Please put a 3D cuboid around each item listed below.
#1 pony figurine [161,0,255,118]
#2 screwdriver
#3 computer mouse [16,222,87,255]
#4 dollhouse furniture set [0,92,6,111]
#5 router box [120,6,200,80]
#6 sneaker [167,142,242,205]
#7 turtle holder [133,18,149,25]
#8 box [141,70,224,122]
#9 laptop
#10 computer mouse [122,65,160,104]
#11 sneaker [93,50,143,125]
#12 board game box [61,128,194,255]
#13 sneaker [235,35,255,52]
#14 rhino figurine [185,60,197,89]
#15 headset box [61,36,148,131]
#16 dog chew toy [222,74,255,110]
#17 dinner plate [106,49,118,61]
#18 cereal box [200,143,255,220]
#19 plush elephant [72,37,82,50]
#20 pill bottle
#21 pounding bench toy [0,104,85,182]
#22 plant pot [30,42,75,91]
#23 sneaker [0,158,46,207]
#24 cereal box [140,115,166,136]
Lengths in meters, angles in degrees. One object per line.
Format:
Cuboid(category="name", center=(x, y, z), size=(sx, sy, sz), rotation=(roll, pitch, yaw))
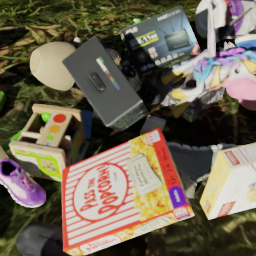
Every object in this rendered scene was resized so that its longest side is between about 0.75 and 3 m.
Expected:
Cuboid(category="pony figurine", center=(2.420, -1.908, 8.325), size=(2.852, 2.375, 2.753), rotation=(-24, 48, 33))
Cuboid(category="screwdriver", center=(3.649, -3.685, 10.007), size=(0.411, 0.429, 2.948), rotation=(49, 59, 2))
Cuboid(category="computer mouse", center=(-1.657, 2.460, 6.164), size=(1.723, 0.454, 1.193), rotation=(7, 47, 6))
Cuboid(category="dollhouse furniture set", center=(-5.383, -1.068, 8.813), size=(2.337, 1.531, 1.173), rotation=(-3, 47, -4))
Cuboid(category="router box", center=(0.950, -2.512, 8.340), size=(1.973, 0.613, 1.478), rotation=(-22, 85, 0))
Cuboid(category="sneaker", center=(1.897, 1.253, 7.081), size=(2.745, 1.030, 1.585), rotation=(1, 51, 14))
Cuboid(category="turtle holder", center=(0.890, -3.526, 11.302), size=(1.807, 1.373, 1.283), rotation=(16, 90, 9))
Cuboid(category="box", center=(1.874, -1.354, 9.756), size=(2.272, 0.565, 1.792), rotation=(35, 56, 29))
Cuboid(category="laptop", center=(-1.841, 0.197, 8.087), size=(1.345, 0.832, 1.436), rotation=(9, 47, 9))
Cuboid(category="computer mouse", center=(0.386, -1.279, 8.010), size=(0.286, 0.492, 1.678), rotation=(-23, 60, -31))
Cuboid(category="sneaker", center=(-0.335, -1.534, 9.138), size=(1.109, 1.691, 2.940), rotation=(18, 50, 17))
Cuboid(category="board game box", center=(-0.168, 1.372, 6.121), size=(2.624, 0.608, 1.988), rotation=(-24, 46, 9))
Cuboid(category="sneaker", center=(3.790, -2.188, 8.442), size=(0.636, 0.922, 1.658), rotation=(-3, -3, 45))
Cuboid(category="rhino figurine", center=(2.055, -2.165, 9.549), size=(0.881, 0.602, 2.015), rotation=(-16, 64, 7))
Cuboid(category="headset box", center=(-0.495, -1.027, 7.393), size=(1.057, 2.278, 1.984), rotation=(-35, 83, 4))
Cuboid(category="dog chew toy", center=(3.779, -1.387, 9.152), size=(1.849, 1.151, 1.151), rotation=(33, 52, 3))
Cuboid(category="dinner plate", center=(-0.856, -2.980, 11.599), size=(0.925, 0.112, 0.925), rotation=(4, 49, -5))
Cuboid(category="cereal box", center=(3.226, 1.069, 6.374), size=(2.904, 2.089, 0.574), rotation=(-12, 47, -10))
Cuboid(category="plush elephant", center=(-2.234, -2.247, 10.048), size=(1.723, 1.419, 1.334), rotation=(-15, 24, 19))
Cuboid(category="pill bottle", center=(4.433, -4.559, 11.646), size=(2.932, 1.633, 1.633), rotation=(-8, 45, -25))
Cuboid(category="pounding bench toy", center=(-2.412, 0.264, 7.570), size=(2.118, 1.316, 1.652), rotation=(9, 49, 6))
Cuboid(category="plant pot", center=(-2.626, -2.153, 9.506), size=(1.128, 1.680, 1.680), rotation=(-1, 38, -42))
Cuboid(category="sneaker", center=(-2.648, 1.300, 6.835), size=(1.570, 0.694, 0.632), rotation=(40, 46, -2))
Cuboid(category="cereal box", center=(0.774, -0.016, 8.671), size=(0.588, 0.162, 0.817), rotation=(17, 48, 15))
